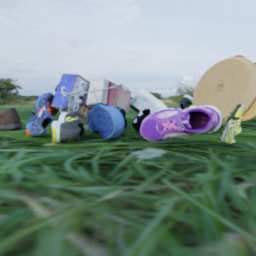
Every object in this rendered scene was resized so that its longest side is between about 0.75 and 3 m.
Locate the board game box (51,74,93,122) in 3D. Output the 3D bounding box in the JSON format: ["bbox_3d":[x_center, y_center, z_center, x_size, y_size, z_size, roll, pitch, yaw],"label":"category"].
[{"bbox_3d":[-1.641,-0.966,9.380,0.711,1.171,1.468,10,-12,35],"label":"board game box"}]

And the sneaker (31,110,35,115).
[{"bbox_3d":[-5.162,-0.828,16.773,1.170,0.435,0.512,10,-6,-7],"label":"sneaker"}]

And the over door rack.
[{"bbox_3d":[-1.161,-0.681,8.785,2.059,1.521,0.686,-8,45,-27],"label":"over door rack"}]

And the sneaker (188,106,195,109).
[{"bbox_3d":[2.466,-0.142,8.829,0.884,0.783,2.115,42,23,31],"label":"sneaker"}]

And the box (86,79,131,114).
[{"bbox_3d":[-0.604,-0.979,9.139,0.698,0.820,1.282,-3,-15,43],"label":"box"}]

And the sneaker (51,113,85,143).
[{"bbox_3d":[-1.432,0.055,7.071,0.737,0.649,1.743,6,14,-2],"label":"sneaker"}]

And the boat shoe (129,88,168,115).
[{"bbox_3d":[0.809,-0.400,9.259,0.963,0.983,2.759,44,3,-35],"label":"boat shoe"}]

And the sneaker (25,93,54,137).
[{"bbox_3d":[-2.347,-0.360,7.889,0.555,1.416,0.533,8,-24,11],"label":"sneaker"}]

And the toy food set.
[{"bbox_3d":[3.703,-1.405,10.634,0.718,2.922,2.952,23,-29,-33],"label":"toy food set"}]

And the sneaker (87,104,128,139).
[{"bbox_3d":[-0.423,-0.251,7.937,1.042,0.938,2.674,-10,8,-19],"label":"sneaker"}]

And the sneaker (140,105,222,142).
[{"bbox_3d":[1.040,-0.100,5.762,1.723,0.693,0.762,-10,1,16],"label":"sneaker"}]

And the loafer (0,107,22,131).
[{"bbox_3d":[-4.812,-0.372,9.419,2.470,0.877,0.902,0,6,-3],"label":"loafer"}]

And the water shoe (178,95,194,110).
[{"bbox_3d":[2.034,-0.512,9.831,0.522,1.461,0.577,27,64,38],"label":"water shoe"}]

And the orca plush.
[{"bbox_3d":[0.844,0.051,7.947,1.906,0.678,1.003,12,-34,27],"label":"orca plush"}]

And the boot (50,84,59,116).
[{"bbox_3d":[-2.492,-0.687,11.030,0.579,1.591,1.690,9,34,-51],"label":"boot"}]

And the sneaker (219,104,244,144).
[{"bbox_3d":[2.321,-0.082,6.107,0.355,0.930,0.351,24,24,13],"label":"sneaker"}]
